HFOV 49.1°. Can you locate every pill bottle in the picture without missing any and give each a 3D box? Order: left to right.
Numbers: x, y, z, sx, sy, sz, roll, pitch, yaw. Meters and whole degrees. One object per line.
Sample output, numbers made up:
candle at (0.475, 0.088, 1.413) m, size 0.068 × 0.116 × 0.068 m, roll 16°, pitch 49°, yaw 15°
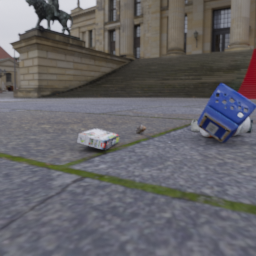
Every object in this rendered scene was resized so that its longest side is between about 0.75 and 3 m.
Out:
pill bottle at (4.063, -0.168, 11.836) m, size 1.910 × 1.046 × 1.046 m, roll -1°, pitch 9°, yaw -15°

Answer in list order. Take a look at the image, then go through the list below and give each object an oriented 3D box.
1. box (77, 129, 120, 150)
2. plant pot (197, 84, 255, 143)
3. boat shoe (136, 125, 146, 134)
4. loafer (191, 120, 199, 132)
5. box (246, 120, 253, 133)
box at (-0.979, 0.373, 9.754) m, size 0.986 × 0.311 × 1.793 m, roll 15°, pitch 7°, yaw 10°
plant pot at (3.498, -0.439, 10.375) m, size 1.536 × 1.381 × 1.536 m, roll 36°, pitch -21°, yaw 14°
boat shoe at (0.572, 0.101, 12.566) m, size 0.301 × 0.317 × 0.838 m, roll 15°, pitch -12°, yaw -12°
loafer at (3.195, -0.100, 13.402) m, size 0.390 × 0.389 × 1.116 m, roll 5°, pitch 19°, yaw 2°
box at (5.034, -0.152, 13.765) m, size 2.002 × 0.460 × 1.591 m, roll 4°, pitch 9°, yaw 25°
